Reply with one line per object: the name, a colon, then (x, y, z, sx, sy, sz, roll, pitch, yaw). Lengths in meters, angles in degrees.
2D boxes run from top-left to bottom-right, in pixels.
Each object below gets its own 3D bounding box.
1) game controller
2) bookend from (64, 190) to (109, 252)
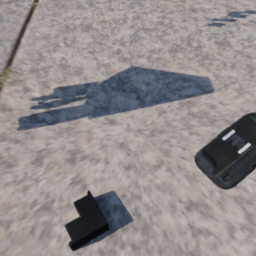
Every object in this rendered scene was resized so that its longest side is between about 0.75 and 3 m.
game controller: (2.039, 0.364, 5.112, 1.676, 0.353, 0.874, -34, 53, -15)
bookend: (-0.940, 1.851, 5.636, 0.830, 0.382, 0.825, -26, 55, -19)
